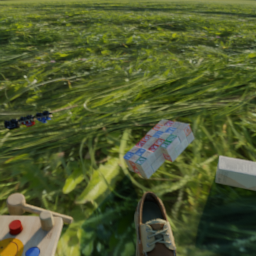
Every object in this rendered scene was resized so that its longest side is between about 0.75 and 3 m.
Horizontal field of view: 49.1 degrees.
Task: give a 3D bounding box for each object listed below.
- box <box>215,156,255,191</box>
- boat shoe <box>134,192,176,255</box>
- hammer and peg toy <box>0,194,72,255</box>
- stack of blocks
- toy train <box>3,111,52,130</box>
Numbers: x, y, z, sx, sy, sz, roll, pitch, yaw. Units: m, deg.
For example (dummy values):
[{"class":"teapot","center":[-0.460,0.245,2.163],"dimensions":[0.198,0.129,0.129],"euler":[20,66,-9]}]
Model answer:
[{"class":"box","center":[3.364,1.350,8.208],"dimensions":[1.450,0.564,0.689],"euler":[11,33,17]},{"class":"boat shoe","center":[0.561,2.410,6.181],"dimensions":[0.903,0.881,2.387],"euler":[-5,32,-8]},{"class":"hammer and peg toy","center":[-2.435,2.396,6.127],"dimensions":[2.002,0.960,2.722],"euler":[1,32,2]},{"class":"stack of blocks","center":[0.947,0.615,8.608],"dimensions":[1.979,0.580,1.140],"euler":[-42,33,-25]},{"class":"toy train","center":[-2.854,-0.194,8.018],"dimensions":[1.474,0.338,0.251],"euler":[-13,0,7]}]
